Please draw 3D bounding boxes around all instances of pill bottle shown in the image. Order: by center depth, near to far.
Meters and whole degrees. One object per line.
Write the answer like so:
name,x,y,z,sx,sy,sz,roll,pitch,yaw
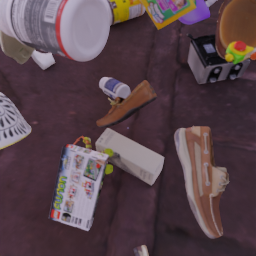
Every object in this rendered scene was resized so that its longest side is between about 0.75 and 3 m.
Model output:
pill bottle,-1.608,-2.218,5.739,2.236,1.296,1.296,22,58,28
pill bottle,-0.397,-1.092,7.700,0.481,0.481,0.867,-38,49,-23
pill bottle,-0.103,-5.078,11.543,2.121,1.158,1.158,-24,59,-15

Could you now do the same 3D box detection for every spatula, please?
spatula,2.669,-3.710,7.686,2.930,0.301,0.828,-25,77,8

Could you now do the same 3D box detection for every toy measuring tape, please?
toy measuring tape,2.075,-1.430,5.034,1.009,0.371,0.371,-29,60,-24

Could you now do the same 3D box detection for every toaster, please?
toaster,3.051,-2.481,9.843,1.623,1.065,1.795,-11,57,-7

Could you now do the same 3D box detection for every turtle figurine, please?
turtle figurine,-1.033,1.015,7.659,1.339,0.535,1.661,-6,63,34

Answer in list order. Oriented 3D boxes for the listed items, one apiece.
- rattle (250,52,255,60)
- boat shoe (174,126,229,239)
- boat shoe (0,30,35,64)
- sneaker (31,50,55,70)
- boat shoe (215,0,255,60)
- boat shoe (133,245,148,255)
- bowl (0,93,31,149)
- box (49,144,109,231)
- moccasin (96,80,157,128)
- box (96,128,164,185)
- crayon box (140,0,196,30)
rattle,5.534,-3.004,10.156,1.743,1.245,1.135,-4,75,-10
boat shoe,1.542,0.996,5.456,0.794,0.838,2.213,-17,81,19
boat shoe,-3.161,-2.447,7.468,0.850,2.514,0.903,43,80,-7
sneaker,-3.156,-2.639,10.397,0.597,0.381,1.033,-36,73,-24
boat shoe,2.570,-2.547,6.354,0.990,0.989,2.813,25,67,1
boat shoe,0.343,3.281,6.380,0.361,0.400,1.113,-12,58,5
bowl,-3.212,-0.265,5.241,2.510,1.178,2.510,-6,15,2
box,-1.033,1.234,5.784,0.916,1.665,0.289,16,16,5
moccasin,-0.129,-0.560,6.918,0.650,1.685,0.616,57,26,2
box,0.031,0.791,7.830,1.849,0.760,0.632,27,60,18
crayon box,0.735,-3.382,6.595,1.066,1.795,0.523,-21,36,29
